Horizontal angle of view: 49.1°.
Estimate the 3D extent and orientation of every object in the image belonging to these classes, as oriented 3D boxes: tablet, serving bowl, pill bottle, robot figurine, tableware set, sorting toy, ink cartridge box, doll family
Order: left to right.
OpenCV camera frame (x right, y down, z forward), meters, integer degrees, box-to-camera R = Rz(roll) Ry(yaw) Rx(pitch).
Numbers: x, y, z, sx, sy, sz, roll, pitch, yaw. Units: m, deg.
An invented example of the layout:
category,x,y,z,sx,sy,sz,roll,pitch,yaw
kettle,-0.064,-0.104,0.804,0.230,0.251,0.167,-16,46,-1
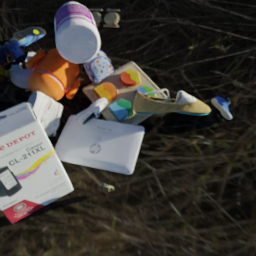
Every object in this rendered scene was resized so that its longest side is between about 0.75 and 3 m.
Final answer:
category,x,y,z,sx,sy,sz,roll,pitch,yaw
doll family,-4.570,-2.317,10.338,2.175,0.854,1.257,-39,75,19
ink cartridge box,-2.912,0.974,7.480,1.944,2.667,1.104,-27,40,-15
serving bowl,-3.807,-2.333,10.834,1.685,0.554,1.685,0,59,0
robot figurine,-2.673,-1.911,10.095,1.352,1.668,2.319,11,58,26
pill bottle,-1.841,-3.467,9.823,1.449,1.449,2.581,-11,43,-7
tablet,-0.962,0.476,9.098,2.701,0.184,1.758,9,59,14
tableware set,-1.117,-4.835,12.513,1.494,0.299,0.988,6,71,10
sorting toy,-0.075,-1.245,10.224,2.350,0.463,2.539,-33,64,-18

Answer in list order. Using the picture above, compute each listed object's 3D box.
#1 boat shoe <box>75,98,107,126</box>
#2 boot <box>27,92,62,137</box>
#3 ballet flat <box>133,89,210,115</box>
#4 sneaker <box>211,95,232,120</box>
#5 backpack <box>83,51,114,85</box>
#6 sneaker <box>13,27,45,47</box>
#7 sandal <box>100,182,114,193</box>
category,x,y,z,sx,sy,sz,roll,pitch,yaw
boat shoe,-1.162,-0.498,9.515,1.308,0.481,0.437,-38,58,-17
boot,-2.861,0.132,9.026,0.901,1.171,2.450,0,69,47
ballet flat,1.485,-0.860,9.348,2.636,0.831,0.905,0,16,-4
sneaker,3.490,-0.776,9.983,0.557,0.384,1.001,-29,56,-7
backpack,-1.099,-2.235,10.100,1.084,0.835,1.033,-36,107,-16
sneaker,-4.174,-3.779,11.746,0.505,0.601,1.534,47,50,7
sandal,-0.652,1.747,8.125,0.325,0.819,0.234,15,76,17
